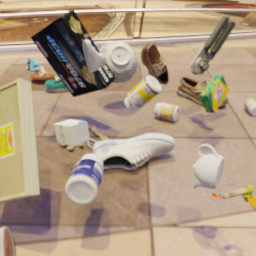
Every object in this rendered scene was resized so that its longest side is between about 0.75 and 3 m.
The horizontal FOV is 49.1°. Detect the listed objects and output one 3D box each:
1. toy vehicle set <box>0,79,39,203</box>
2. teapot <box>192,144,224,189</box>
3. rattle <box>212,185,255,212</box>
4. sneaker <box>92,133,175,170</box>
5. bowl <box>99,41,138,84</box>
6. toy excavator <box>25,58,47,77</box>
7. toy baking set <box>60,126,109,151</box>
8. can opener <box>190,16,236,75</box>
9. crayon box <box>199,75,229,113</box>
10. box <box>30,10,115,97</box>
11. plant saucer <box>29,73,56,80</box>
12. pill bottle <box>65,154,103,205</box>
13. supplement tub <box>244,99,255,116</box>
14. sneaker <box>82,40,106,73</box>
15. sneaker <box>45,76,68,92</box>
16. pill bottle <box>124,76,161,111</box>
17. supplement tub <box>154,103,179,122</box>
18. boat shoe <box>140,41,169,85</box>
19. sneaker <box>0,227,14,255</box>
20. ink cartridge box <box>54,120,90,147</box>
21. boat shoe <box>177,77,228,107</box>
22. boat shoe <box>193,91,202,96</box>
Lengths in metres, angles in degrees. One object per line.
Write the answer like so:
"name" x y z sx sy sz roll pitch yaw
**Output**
"toy vehicle set" -3.139 0.394 7.090 1.787 2.876 0.381 -15 -15 26
"teapot" 1.861 0.975 6.653 0.653 0.883 0.894 14 66 29
"rattle" 2.441 1.674 6.309 0.911 0.651 0.593 -26 -6 24
"sneaker" 0.247 0.978 10.018 2.994 1.093 1.060 -8 49 -2
"bowl" -0.414 -3.033 12.353 1.983 1.983 0.931 -8 -3 -12
"toy excavator" -3.209 -2.135 9.887 0.814 0.792 0.407 -8 -10 33
"toy baking set" -1.846 0.398 11.468 2.124 0.247 1.630 -5 37 -7
"can opener" 3.366 -3.318 11.492 0.668 2.505 0.837 31 7 -11
"crayon box" 3.180 -1.245 10.310 0.374 0.763 1.284 4 46 49
"box" -2.124 -2.700 10.819 2.331 2.932 0.675 -6 36 45
"plant saucer" -4.982 -3.016 16.371 1.473 0.238 1.473 2 19 -1
"pill bottle" -1.036 1.226 7.023 0.771 0.771 1.332 2 22 3
"supplement tub" 5.871 -0.966 13.191 0.566 0.566 0.779 -2 33 -3
"sneaker" -0.953 -2.162 8.170 0.600 1.038 0.382 -26 52 -17
"sneaker" -3.132 -2.761 15.351 2.934 1.172 1.047 -12 35 -17
"pill bottle" 0.324 -0.786 6.607 0.483 0.884 0.483 33 36 -29
"supplement tub" 1.739 -0.732 12.690 0.993 0.722 0.722 14 36 21
"boat shoe" 1.004 -2.154 9.535 0.704 1.961 0.742 34 81 31
"sneaker" -3.191 3.524 6.156 1.099 0.982 2.750 -17 34 -9
"ink cartridge box" -1.711 0.136 8.507 0.869 0.628 0.639 8 20 44
"boat shoe" 3.684 -1.844 14.121 2.782 0.999 1.053 24 40 32
"boat shoe" 3.173 -1.337 11.636 1.052 0.329 0.374 12 5 43
